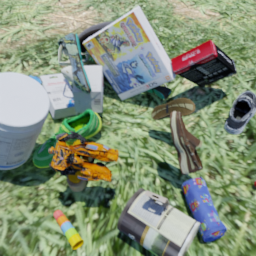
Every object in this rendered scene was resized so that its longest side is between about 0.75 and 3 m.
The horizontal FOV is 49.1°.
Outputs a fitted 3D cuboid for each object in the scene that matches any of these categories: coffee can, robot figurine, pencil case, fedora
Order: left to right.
[{"bbox_3d":[-1.241,0.834,7.560,1.828,1.325,0.532,14,16,-12],"label":"robot figurine"},{"bbox_3d":[-1.287,-3.519,13.447,2.996,1.353,2.650,-34,73,-5],"label":"fedora"},{"bbox_3d":[0.829,2.712,7.699,1.855,1.358,1.358,27,51,24],"label":"coffee can"},{"bbox_3d":[2.271,2.416,8.446,0.828,0.744,1.908,16,37,-29],"label":"pencil case"}]

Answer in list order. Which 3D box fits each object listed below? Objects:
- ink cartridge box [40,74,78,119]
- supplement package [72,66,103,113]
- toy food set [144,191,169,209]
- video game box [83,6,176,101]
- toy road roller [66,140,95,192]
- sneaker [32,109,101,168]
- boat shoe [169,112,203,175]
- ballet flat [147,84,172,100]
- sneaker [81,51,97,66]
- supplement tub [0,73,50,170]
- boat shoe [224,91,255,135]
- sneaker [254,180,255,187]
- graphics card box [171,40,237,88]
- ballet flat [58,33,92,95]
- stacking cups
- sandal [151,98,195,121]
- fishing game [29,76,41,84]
[{"bbox_3d":[-2.913,-1.368,11.795,1.120,0.655,1.930,-13,59,-30],"label":"ink cartridge box"},{"bbox_3d":[-1.551,-1.564,11.169,1.075,1.089,1.796,-1,45,-2],"label":"supplement package"},{"bbox_3d":[0.728,1.848,7.082,0.545,0.760,0.229,18,71,21],"label":"toy food set"},{"bbox_3d":[0.061,-2.784,11.232,2.727,2.993,0.701,-20,27,35],"label":"video game box"},{"bbox_3d":[-1.801,1.168,9.136,1.158,0.975,1.586,14,63,4],"label":"toy road roller"},{"bbox_3d":[-2.288,0.265,10.051,2.862,1.196,1.060,-39,59,-15],"label":"sneaker"},{"bbox_3d":[1.812,0.429,8.409,0.800,2.162,0.798,-9,31,17],"label":"boat shoe"},{"bbox_3d":[1.239,-1.792,12.447,0.627,0.623,1.834,-40,49,-14],"label":"ballet flat"},{"bbox_3d":[-1.599,-2.942,12.094,2.068,0.916,0.795,-8,74,-6],"label":"sneaker"},{"bbox_3d":[-3.675,-0.085,8.660,1.919,2.909,1.919,16,51,-21],"label":"supplement tub"},{"bbox_3d":[4.740,-0.871,11.523,0.962,0.909,2.681,28,52,24],"label":"boat shoe"},{"bbox_3d":[4.659,2.204,8.762,0.683,0.620,1.609,-37,56,-25],"label":"sneaker"},{"bbox_3d":[3.115,-2.468,11.277,1.697,2.705,0.688,-21,71,35],"label":"graphics card box"},{"bbox_3d":[-2.029,-2.262,10.207,1.030,1.030,2.774,-11,59,-11],"label":"ballet flat"},{"bbox_3d":[-1.772,2.949,8.231,0.388,0.388,1.281,-28,47,-24],"label":"stacking cups"},{"bbox_3d":[1.610,-0.583,9.909,1.749,0.472,0.702,-13,61,40],"label":"sandal"},{"bbox_3d":[-4.742,-2.075,13.152,1.900,0.295,1.361,25,54,22],"label":"fishing game"}]
